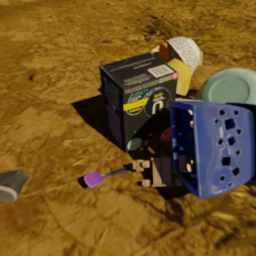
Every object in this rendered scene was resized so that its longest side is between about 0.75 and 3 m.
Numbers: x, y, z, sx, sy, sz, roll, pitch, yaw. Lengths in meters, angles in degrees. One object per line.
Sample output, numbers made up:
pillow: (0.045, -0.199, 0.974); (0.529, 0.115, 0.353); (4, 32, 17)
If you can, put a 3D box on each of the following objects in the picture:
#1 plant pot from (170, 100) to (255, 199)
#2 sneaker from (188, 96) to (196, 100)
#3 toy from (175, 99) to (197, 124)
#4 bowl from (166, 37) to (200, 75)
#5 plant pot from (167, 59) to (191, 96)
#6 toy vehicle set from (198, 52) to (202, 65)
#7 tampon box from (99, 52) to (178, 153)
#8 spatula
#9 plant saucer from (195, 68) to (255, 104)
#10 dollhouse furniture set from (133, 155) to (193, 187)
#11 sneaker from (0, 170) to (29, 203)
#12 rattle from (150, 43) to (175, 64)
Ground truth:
plant pot: (2.664, 0.393, 8.276); (2.267, 2.522, 2.521); (-5, 8, -4)
sneaker: (2.985, -1.031, 12.508); (0.450, 0.464, 1.271); (17, 22, -16)
toy: (2.199, -0.721, 11.769); (1.739, 1.001, 0.411); (5, 14, 8)
bowl: (3.008, -3.881, 14.451); (1.052, 2.242, 2.242); (-35, 38, 10)
plant pot: (2.281, -2.529, 13.354); (1.756, 1.246, 1.756); (24, 22, -10)
toy vehicle set: (4.019, -4.305, 17.188); (1.008, 0.215, 1.622); (8, 37, 10)
tampon box: (0.374, -0.920, 10.286); (2.130, 2.842, 1.794); (-21, 44, -20)
spatula: (-0.662, 1.515, 9.008); (1.688, 0.173, 0.477); (-8, 44, -46)
plant saucer: (4.130, -1.287, 11.371); (2.968, 0.571, 2.968); (-12, 63, 24)
dollhouse furniture set: (1.105, 1.419, 8.927); (1.760, 0.779, 0.912); (-9, 73, 27)
sneaker: (-4.136, 1.687, 8.816); (1.862, 0.696, 0.989); (14, 32, 6)
rattle: (2.783, -4.341, 15.541); (2.852, 2.037, 1.856); (-12, 54, -16)
